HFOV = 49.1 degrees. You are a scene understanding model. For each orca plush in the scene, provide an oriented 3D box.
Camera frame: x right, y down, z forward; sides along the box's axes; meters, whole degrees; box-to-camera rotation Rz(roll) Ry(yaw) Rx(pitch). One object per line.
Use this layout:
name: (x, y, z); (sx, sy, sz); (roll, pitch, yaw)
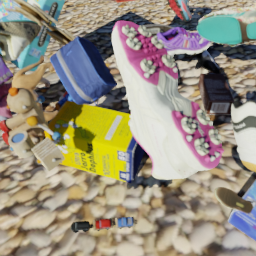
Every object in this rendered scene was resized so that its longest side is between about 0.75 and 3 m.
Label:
orca plush: (2.950, -2.373, 10.702); (1.034, 0.699, 1.965); (28, 32, -39)

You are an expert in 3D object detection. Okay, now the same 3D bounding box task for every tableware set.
tableware set: (-1.901, -2.292, 6.434); (1.150, 1.740, 0.349); (31, 91, 32)

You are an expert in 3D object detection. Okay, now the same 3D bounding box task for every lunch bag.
lunch bag: (-0.863, -1.008, 5.413); (0.819, 0.841, 1.237); (-31, 83, 18)

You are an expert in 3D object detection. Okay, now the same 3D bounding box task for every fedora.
fedora: (1.008, -3.006, 10.794); (2.268, 1.158, 2.564); (12, 43, 11)

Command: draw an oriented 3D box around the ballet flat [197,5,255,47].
ballet flat: (2.823, -2.431, 6.540); (2.420, 0.915, 0.773); (16, 46, 42)

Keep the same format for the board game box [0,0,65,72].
board game box: (-3.010, -3.429, 8.091); (2.168, 2.871, 0.674); (37, 20, 23)

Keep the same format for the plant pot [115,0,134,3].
plant pot: (0.545, -4.897, 8.681); (1.671, 1.672, 1.474); (3, 25, 22)

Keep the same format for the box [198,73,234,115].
box: (2.856, -1.148, 9.257); (0.797, 0.596, 1.591); (1, 45, 1)

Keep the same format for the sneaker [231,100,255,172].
sneaker: (2.982, -0.439, 4.354); (2.947, 1.292, 1.115); (-26, 9, -10)

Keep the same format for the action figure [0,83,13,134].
action figure: (-3.988, -0.858, 8.128); (2.575, 1.918, 1.725); (-23, 41, -4)

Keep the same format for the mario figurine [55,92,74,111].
mario figurine: (-1.774, -0.940, 9.226); (0.775, 0.665, 1.255); (43, 62, -7)

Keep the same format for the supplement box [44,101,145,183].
supplement box: (-0.770, 0.330, 7.202); (2.254, 1.227, 1.234); (13, 45, 13)

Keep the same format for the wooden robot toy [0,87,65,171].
wooden robot toy: (-2.217, -0.256, 5.775); (1.107, 1.140, 2.512); (-26, 51, -10)

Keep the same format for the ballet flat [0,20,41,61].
ballet flat: (-2.563, -1.679, 5.274); (0.778, 0.864, 2.294); (-16, -1, 33)

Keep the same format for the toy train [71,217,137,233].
toy train: (-0.414, 1.671, 4.875); (1.156, 0.265, 0.197); (-3, 62, -6)

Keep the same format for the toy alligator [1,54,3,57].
toy alligator: (-5.727, -3.007, 11.156); (2.750, 0.815, 0.746); (-25, 89, -24)

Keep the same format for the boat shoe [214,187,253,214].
boat shoe: (1.803, 1.274, 4.953); (0.816, 0.311, 0.292); (33, 82, -16)

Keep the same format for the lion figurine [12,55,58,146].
lion figurine: (-2.695, -0.688, 7.749); (1.553, 2.535, 0.919); (-18, 8, -38)

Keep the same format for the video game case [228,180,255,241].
video game case: (3.909, 1.900, 6.024); (2.547, 0.579, 2.308); (32, 51, 30)

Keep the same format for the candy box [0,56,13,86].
candy box: (-3.866, -1.418, 6.843); (0.594, 1.393, 1.661); (-9, 34, 27)

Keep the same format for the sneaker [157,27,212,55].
sneaker: (1.790, -2.810, 8.864); (1.932, 0.806, 0.779); (-12, 53, -10)

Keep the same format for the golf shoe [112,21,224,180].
golf shoe: (0.258, -0.360, 3.779); (0.879, 1.068, 2.333); (-10, 67, -41)

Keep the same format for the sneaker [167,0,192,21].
sneaker: (1.157, -2.949, 5.838); (0.717, 1.501, 0.595); (-32, 45, 5)
